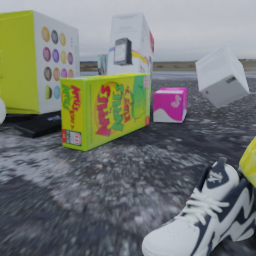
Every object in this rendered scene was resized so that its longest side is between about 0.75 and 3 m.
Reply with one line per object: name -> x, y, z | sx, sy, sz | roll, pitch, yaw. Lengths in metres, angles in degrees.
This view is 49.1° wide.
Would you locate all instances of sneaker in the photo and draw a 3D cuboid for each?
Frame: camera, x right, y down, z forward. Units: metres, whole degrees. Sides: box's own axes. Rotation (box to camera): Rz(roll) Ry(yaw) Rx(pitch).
sneaker -> 0.745, 0.741, 2.748 | 1.371, 0.892, 0.547 | -6, 14, -22

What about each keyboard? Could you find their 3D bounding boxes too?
keyboard -> -1.778, -0.119, 7.393 | 1.286, 0.208, 2.024 | 17, 26, 28

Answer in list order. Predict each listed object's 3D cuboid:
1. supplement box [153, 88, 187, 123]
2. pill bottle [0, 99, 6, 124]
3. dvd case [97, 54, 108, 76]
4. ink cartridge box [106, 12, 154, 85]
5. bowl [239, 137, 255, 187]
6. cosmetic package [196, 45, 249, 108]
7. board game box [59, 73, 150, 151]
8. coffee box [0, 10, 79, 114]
supplement box -> 1.369, -0.768, 8.902 | 0.893, 0.874, 1.728 | 3, 15, 17
pill bottle -> -4.059, -0.426, 7.317 | 1.570, 0.871, 0.871 | -1, 12, 29
dvd case -> -0.950, -2.092, 11.931 | 0.309, 2.052, 2.811 | -7, 16, -12
ink cartridge box -> 0.142, -2.443, 10.452 | 1.223, 2.856, 2.108 | 0, -13, 17
bowl -> 2.500, 0.232, 2.466 | 2.551, 1.373, 2.551 | 17, 14, -4
cosmetic package -> 3.022, -1.630, 9.060 | 1.143, 1.386, 1.144 | -27, -46, 37
board game box -> -0.387, -0.542, 6.809 | 0.678, 1.447, 2.849 | 9, 16, 29
coffee box -> -3.456, -1.976, 9.181 | 2.840, 2.836, 2.809 | 2, 9, 15
